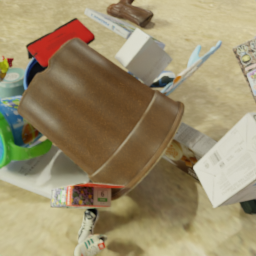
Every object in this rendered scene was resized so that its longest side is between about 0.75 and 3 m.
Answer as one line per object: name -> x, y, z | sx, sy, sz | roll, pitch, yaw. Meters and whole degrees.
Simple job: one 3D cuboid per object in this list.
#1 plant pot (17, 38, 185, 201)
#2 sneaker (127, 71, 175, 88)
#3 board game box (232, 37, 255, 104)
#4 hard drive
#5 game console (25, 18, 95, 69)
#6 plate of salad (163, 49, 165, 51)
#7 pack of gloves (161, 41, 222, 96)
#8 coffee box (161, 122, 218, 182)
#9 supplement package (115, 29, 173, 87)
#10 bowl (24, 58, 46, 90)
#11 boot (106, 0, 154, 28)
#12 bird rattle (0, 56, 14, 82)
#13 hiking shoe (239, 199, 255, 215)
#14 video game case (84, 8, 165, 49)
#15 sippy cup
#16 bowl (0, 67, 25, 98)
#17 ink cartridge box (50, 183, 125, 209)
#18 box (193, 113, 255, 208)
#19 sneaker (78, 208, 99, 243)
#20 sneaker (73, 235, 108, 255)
plant pot -> -0.664, -0.297, 6.015 | 2.623, 2.649, 2.649 | 38, 48, -8
sneaker -> 0.562, -1.612, 8.368 | 0.799, 0.813, 2.112 | 4, 6, -37
board game box -> 3.634, -0.984, 6.411 | 1.246, 2.573, 2.051 | -23, 5, 34
hard drive -> -1.880, 1.045, 6.935 | 2.111, 0.282, 1.393 | 15, 41, 16
game console -> -1.988, -2.332, 8.226 | 1.725, 1.024, 1.486 | -37, 68, -16
plate of salad -> 1.115, -3.086, 11.065 | 0.761, 0.183, 0.761 | 10, 65, -23
pack of gloves -> 1.345, -1.422, 7.156 | 0.433, 1.845, 2.196 | 49, 57, 2
coffee box -> 1.521, 0.568, 7.014 | 1.671, 0.955, 0.666 | 33, 55, 27
supplement package -> 0.328, -1.499, 6.017 | 0.799, 0.835, 0.614 | -49, 41, 12
bowl -> -2.172, -1.326, 8.391 | 1.910, 1.910, 0.375 | -36, 21, -31
boot -> 0.478, -5.765, 13.544 | 2.371, 0.761, 2.210 | 29, 64, 30
bird rattle -> -3.614, -1.677, 7.958 | 0.513, 0.743, 0.911 | 14, 11, -17
hiking shoe -> 3.444, 1.005, 6.104 | 2.637, 1.143, 0.981 | -25, 85, -29
video game case -> -0.046, -2.798, 8.003 | 1.711, 0.207, 1.877 | 39, 26, 28
sippy cup -> -2.816, -0.059, 6.704 | 2.115, 1.661, 1.550 | 56, 37, 0
bowl -> -3.662, -1.405, 9.122 | 1.543, 0.807, 1.543 | 1, 44, -1
ink cartridge box -> -0.796, 1.299, 5.245 | 0.825, 1.514, 0.381 | 12, 69, -33
box -> 2.556, 0.494, 4.639 | 2.540, 1.482, 0.764 | -1, 52, -30
sneaker -> -0.844, 1.990, 5.875 | 0.328, 0.534, 0.821 | 16, 47, 17
sneaker -> -0.677, 2.261, 5.275 | 0.416, 0.313, 0.890 | -18, 1, 19
